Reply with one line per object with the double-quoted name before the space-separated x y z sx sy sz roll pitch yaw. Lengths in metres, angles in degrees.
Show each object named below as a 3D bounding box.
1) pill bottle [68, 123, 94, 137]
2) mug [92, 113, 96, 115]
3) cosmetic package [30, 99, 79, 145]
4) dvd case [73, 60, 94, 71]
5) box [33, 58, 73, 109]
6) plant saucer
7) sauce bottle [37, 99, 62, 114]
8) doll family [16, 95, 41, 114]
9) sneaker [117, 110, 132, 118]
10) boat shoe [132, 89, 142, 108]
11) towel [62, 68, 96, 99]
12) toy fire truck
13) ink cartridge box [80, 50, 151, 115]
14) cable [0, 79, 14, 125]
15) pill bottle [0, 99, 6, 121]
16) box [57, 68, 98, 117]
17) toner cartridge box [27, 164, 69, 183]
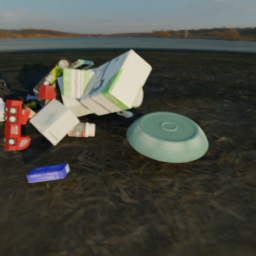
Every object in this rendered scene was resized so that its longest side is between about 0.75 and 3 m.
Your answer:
"pill bottle" -1.875 0.071 11.230 1.001 0.570 0.570 3 21 -3
"mug" -1.679 -1.488 13.986 0.863 1.396 1.147 30 -7 18
"cosmetic package" -2.724 -0.251 10.337 1.258 0.773 1.254 -45 44 -16
"dvd case" -2.847 -2.854 14.109 1.948 0.214 1.422 -23 0 22
"box" -3.296 -1.833 12.811 0.546 1.977 2.468 36 -17 2
"plant saucer" 1.395 0.135 9.825 2.879 0.517 2.879 4 31 -2
"sauce bottle" -3.368 -0.679 11.733 0.471 0.471 1.426 20 57 41
"doll family" -5.148 -1.228 14.821 1.380 0.937 2.388 -11 19 -16
"sneaker" -0.156 -0.659 13.205 0.759 0.284 0.378 10 -2 -10
"boat shoe" 0.166 -1.761 11.755 0.768 2.089 0.697 0 26 12
"towel" -1.761 -1.663 10.658 1.478 1.103 0.227 1 -5 -34
"toy fire truck" -3.759 -0.415 10.698 1.766 2.505 0.611 0 7 -43
"ink cartridge box" -0.520 -1.499 9.941 0.992 1.718 2.361 35 -21 -26
"cable" -5.549 -1.148 11.793 0.523 2.057 1.679 -14 -6 21
"pill bottle" -5.114 -0.735 11.205 0.467 0.858 0.467 -22 -15 -6
"box" -1.558 -1.565 12.259 2.546 1.354 1.939 -15 -10 -8
"toner cartridge box" -2.331 1.326 8.200 1.099 0.237 0.522 -9 14 12
